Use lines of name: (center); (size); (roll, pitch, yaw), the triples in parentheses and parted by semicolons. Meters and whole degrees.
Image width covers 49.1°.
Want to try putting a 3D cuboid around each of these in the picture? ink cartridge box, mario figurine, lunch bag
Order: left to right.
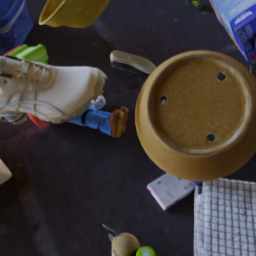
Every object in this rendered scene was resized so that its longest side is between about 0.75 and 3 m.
lunch bag: (-4.756, -3.983, 10.126); (1.747, 1.701, 2.571); (5, 53, 4)
mario figurine: (-1.492, -0.717, 7.731); (2.977, 1.838, 1.578); (13, 67, 4)
ink cartridge box: (1.168, 1.447, 7.037); (1.186, 0.249, 0.708); (-30, 59, -16)
ink cartridge box: (2.311, -2.138, 5.546); (0.714, 1.277, 1.871); (-33, 53, 21)

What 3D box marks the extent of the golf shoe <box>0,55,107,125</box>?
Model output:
golf shoe: (-1.549, -0.673, 4.456); (2.366, 1.150, 0.927); (-8, 56, 20)

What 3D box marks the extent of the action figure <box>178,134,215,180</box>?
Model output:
action figure: (2.162, 0.338, 7.471); (2.639, 0.722, 1.559); (-11, 60, -22)

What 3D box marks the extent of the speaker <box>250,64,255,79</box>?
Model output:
speaker: (3.717, -1.479, 6.342); (1.881, 0.764, 0.764); (-17, 55, -21)

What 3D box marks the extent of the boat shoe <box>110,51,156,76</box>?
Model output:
boat shoe: (0.184, -2.096, 9.495); (1.695, 0.527, 0.632); (16, 47, -7)

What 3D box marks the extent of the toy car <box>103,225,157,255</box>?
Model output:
toy car: (-0.118, 2.601, 5.728); (1.065, 1.109, 1.350); (-32, 49, -21)

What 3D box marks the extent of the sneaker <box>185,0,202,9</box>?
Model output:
sneaker: (2.822, -5.416, 12.093); (0.361, 0.330, 0.847); (-31, 68, -29)

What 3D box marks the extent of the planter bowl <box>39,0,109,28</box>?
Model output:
planter bowl: (-1.031, -2.987, 6.376); (2.182, 0.909, 2.182); (-33, 40, 32)

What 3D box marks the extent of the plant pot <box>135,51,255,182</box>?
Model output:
plant pot: (1.199, -0.249, 4.905); (2.703, 2.900, 2.703); (-1, 86, 14)

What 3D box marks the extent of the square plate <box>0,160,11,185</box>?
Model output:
square plate: (-4.843, 1.101, 7.217); (2.627, 0.377, 2.652); (-37, 62, -23)

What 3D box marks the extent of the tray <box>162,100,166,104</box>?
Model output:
tray: (1.297, -0.326, 8.299); (0.880, 0.330, 1.784); (22, 56, 16)

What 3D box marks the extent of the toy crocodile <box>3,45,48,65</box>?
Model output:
toy crocodile: (-2.603, -1.317, 6.360); (0.957, 0.876, 2.836); (-45, 21, -28)

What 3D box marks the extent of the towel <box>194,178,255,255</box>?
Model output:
towel: (2.388, 2.321, 5.956); (1.945, 1.005, 2.349); (5, 55, 6)
